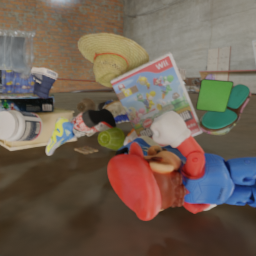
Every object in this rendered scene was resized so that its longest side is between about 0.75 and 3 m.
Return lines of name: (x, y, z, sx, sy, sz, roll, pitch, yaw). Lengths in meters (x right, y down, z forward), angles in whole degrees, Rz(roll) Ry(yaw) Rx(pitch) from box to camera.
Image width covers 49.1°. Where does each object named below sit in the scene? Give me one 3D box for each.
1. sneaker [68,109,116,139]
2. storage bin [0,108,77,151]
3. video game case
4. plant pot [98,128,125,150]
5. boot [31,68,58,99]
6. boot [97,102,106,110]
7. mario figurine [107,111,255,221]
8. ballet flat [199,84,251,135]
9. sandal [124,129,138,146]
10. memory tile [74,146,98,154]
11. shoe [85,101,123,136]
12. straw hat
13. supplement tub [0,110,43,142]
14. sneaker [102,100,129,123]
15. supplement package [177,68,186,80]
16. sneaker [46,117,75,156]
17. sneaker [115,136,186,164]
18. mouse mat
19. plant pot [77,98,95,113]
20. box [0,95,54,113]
sneaker: (-1.349, -0.133, 9.900, 1.212, 0.755, 2.260, -23, -7, 19)
storage bin: (-3.859, -0.092, 11.267, 2.585, 1.212, 2.567, -9, 13, -38)
video game case: (0.897, -0.617, 8.363, 1.891, 2.645, 0.231, -24, 20, 9)
plant pot: (-0.616, 0.357, 9.399, 0.782, 0.782, 0.753, 5, 0, 27)
boot: (-3.347, -1.679, 10.620, 0.822, 1.020, 2.259, 21, -1, -26)
boot: (-0.773, -1.273, 18.226, 2.809, 1.028, 2.115, 1, 11, -17)
mario figurine: (1.114, 0.644, 4.824, 2.930, 1.809, 1.553, 1, 1, -2)
ballet flat: (3.093, -0.399, 8.936, 0.935, 0.962, 2.705, 30, 53, 24)
sandal: (0.707, 0.026, 9.224, 0.652, 2.276, 0.872, 47, 23, 21)
memory tile: (-1.457, 0.762, 9.665, 0.601, 0.066, 0.785, -9, 14, -40)
shoe: (-1.000, -0.388, 12.006, 2.173, 0.760, 0.580, -34, 50, -4)
straw hat: (-0.628, -1.973, 9.307, 2.580, 1.092, 2.580, 13, -14, 3)
supplement tub: (-3.176, -0.046, 8.124, 0.882, 0.882, 1.257, 3, -1, 17)
sneaker: (-0.568, -0.510, 13.730, 2.499, 1.009, 1.443, 14, 47, 40)
supplement package: (1.987, -2.287, 11.838, 0.818, 0.448, 0.465, -2, 7, -38)
sneaker: (-2.038, 0.343, 8.564, 0.682, 1.298, 0.491, 21, 15, -9)
sneaker: (0.570, 0.902, 6.772, 1.162, 1.023, 2.606, -21, 16, -29)
mouse mat: (2.370, -0.873, 7.740, 0.846, 1.051, 0.040, 7, 43, 7)
plant pot: (-2.054, -1.006, 13.276, 0.810, 0.810, 0.702, 3, 9, 16)
box: (-4.519, -1.003, 11.283, 2.973, 0.560, 2.031, -2, 11, -14)
